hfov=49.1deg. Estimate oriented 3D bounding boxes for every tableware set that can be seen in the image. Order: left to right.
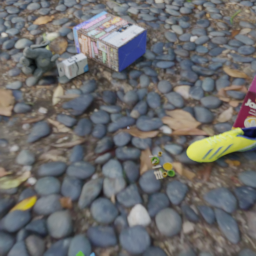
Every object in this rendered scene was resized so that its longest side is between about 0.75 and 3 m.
[{"bbox_3d":[1.152,1.247,9.487,0.686,0.156,1.019,-9,48,-9],"label":"tableware set"}]

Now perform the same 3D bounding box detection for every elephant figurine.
[{"bbox_3d":[-4.050,-3.336,12.876,1.675,1.528,2.159,23,29,-17],"label":"elephant figurine"}]

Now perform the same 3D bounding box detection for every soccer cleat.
[{"bbox_3d":[3.324,0.444,9.524,2.775,1.161,0.897,-10,49,-9],"label":"soccer cleat"}]

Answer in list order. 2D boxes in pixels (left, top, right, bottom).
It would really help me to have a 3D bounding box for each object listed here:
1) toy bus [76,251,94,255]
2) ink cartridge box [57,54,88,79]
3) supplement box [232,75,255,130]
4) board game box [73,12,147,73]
[{"bbox_3d":[-1.278,3.719,6.903,1.298,0.671,1.225,-24,53,-20],"label":"toy bus"},{"bbox_3d":[-2.485,-2.737,12.650,1.298,0.753,0.440,-32,56,-24],"label":"ink cartridge box"},{"bbox_3d":[4.716,-0.632,9.913,1.325,2.025,1.045,25,52,22],"label":"supplement box"},{"bbox_3d":[-0.846,-4.208,13.557,2.778,1.345,2.215,31,55,25],"label":"board game box"}]
